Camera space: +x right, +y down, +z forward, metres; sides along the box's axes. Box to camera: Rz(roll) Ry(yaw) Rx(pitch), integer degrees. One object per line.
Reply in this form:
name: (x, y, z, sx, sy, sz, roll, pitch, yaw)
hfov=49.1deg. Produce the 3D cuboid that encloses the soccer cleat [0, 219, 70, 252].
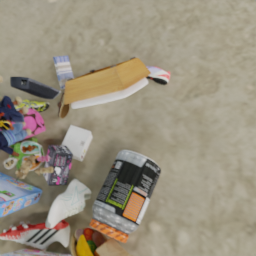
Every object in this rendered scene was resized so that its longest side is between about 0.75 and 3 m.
soccer cleat: (-2.878, 3.385, 8.670, 2.211, 0.759, 0.942, -9, 87, 1)

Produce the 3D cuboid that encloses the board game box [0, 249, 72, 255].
board game box: (-2.537, 3.771, 7.780, 1.622, 2.120, 0.427, 6, 71, 3)

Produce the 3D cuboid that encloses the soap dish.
soap dish: (-0.747, -1.548, 9.556, 2.536, 1.995, 1.030, -9, 108, 33)

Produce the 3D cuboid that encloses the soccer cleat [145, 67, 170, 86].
soccer cleat: (0.898, -2.203, 11.060, 1.558, 0.531, 0.570, 21, 69, 4)

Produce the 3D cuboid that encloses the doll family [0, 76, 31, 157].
doll family: (-4.141, -0.453, 8.522, 1.171, 1.725, 2.984, -40, 96, 23)

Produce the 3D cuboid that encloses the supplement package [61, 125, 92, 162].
supplement package: (-1.829, 0.550, 9.916, 0.784, 0.558, 1.006, 18, 68, 7)

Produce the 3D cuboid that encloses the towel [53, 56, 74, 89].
towel: (-2.380, -2.100, 10.559, 0.145, 0.893, 1.216, -7, 103, 28)

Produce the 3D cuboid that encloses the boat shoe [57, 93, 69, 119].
boat shoe: (-2.481, -0.857, 10.642, 0.379, 0.380, 1.054, 1, 76, 33)

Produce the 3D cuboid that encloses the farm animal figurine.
farm animal figurine: (-2.908, 1.119, 8.390, 1.148, 0.605, 1.161, -41, 96, -16)

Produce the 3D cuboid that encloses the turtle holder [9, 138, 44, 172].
turtle holder: (-3.396, 0.934, 9.595, 0.958, 1.349, 1.025, -13, 98, -6)

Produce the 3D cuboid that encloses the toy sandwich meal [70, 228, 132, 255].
toy sandwich meal: (-0.731, 3.516, 7.908, 1.965, 1.965, 0.673, 45, 106, 16)

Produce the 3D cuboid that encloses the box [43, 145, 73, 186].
box: (-2.307, 1.206, 9.110, 0.641, 0.738, 1.118, 6, 106, -33)

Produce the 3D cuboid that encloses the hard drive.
hard drive: (-3.358, -1.406, 9.904, 1.948, 1.314, 0.412, 14, 84, 50)

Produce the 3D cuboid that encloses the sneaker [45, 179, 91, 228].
sneaker: (-1.798, 2.363, 8.675, 0.801, 0.703, 2.000, 27, 33, 8)

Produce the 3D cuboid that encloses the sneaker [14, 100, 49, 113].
sneaker: (-3.668, -0.829, 10.462, 1.421, 0.536, 0.543, -10, 72, -3)

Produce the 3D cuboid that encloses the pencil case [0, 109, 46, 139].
pencil case: (-4.105, 0.017, 9.831, 2.215, 1.005, 1.037, -21, 111, -11)

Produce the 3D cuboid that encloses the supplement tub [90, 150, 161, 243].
supplement tub: (-0.101, 2.103, 8.740, 1.546, 1.546, 2.523, 24, 72, 9)

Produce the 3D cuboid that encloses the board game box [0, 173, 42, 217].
board game box: (-4.077, 1.822, 8.210, 2.112, 2.792, 0.511, 21, 88, 8)
